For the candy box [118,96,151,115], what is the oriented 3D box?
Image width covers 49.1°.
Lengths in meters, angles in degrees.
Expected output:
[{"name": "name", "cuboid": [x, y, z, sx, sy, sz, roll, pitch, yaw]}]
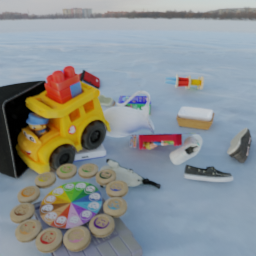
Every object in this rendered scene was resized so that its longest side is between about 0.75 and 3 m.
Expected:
[{"name": "candy box", "cuboid": [0.285, -0.975, 11.891, 1.360, 0.524, 1.150, 0, 23, 4]}]

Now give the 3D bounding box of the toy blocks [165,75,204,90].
[{"name": "toy blocks", "cuboid": [2.821, -2.372, 14.444, 1.874, 0.681, 1.562, 5, 9, 4]}]

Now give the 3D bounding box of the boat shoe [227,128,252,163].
[{"name": "boat shoe", "cuboid": [3.503, 0.544, 8.640, 0.507, 0.595, 1.779, 48, 38, 5]}]

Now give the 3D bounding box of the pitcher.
[{"name": "pitcher", "cuboid": [-0.045, -0.447, 9.415, 1.732, 1.486, 1.050, -5, 7, 7]}]

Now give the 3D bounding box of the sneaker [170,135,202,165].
[{"name": "sneaker", "cuboid": [1.877, 0.569, 8.128, 1.522, 0.573, 0.674, -33, -4, -43]}]

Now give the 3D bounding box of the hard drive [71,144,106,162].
[{"name": "hard drive", "cuboid": [-1.553, 0.461, 9.026, 1.262, 0.243, 1.913, -7, 26, -16]}]

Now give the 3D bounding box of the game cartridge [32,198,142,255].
[{"name": "game cartridge", "cuboid": [-0.879, 1.998, 5.499, 1.451, 0.430, 2.239, -10, 26, -30]}]

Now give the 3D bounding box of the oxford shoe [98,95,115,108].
[{"name": "oxford shoe", "cuboid": [-1.026, -1.174, 12.556, 0.392, 0.510, 1.358, 34, -10, -39]}]

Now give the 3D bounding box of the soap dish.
[{"name": "soap dish", "cuboid": [2.526, -0.364, 10.523, 1.305, 0.530, 1.027, 9, 26, 17]}]

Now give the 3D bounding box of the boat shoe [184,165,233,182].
[{"name": "boat shoe", "cuboid": [2.066, 1.166, 7.217, 1.240, 0.351, 0.425, 3, 3, 8]}]

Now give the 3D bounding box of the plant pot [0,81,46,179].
[{"name": "plant pot", "cuboid": [-3.572, -0.130, 7.987, 1.908, 2.146, 2.151, 6, 25, 12]}]

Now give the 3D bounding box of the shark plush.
[{"name": "shark plush", "cuboid": [0.034, 1.183, 7.142, 1.617, 0.735, 0.674, 1, -7, 15]}]

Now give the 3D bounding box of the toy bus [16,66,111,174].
[{"name": "toy bus", "cuboid": [-1.952, -0.375, 7.787, 1.766, 2.499, 2.603, 28, 51, 34]}]

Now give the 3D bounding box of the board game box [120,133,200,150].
[{"name": "board game box", "cuboid": [0.927, 0.411, 8.398, 1.934, 0.477, 2.448, -1, -1, -19]}]

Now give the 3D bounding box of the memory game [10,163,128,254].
[{"name": "memory game", "cuboid": [-1.181, 1.477, 5.721, 2.407, 0.153, 2.407, -3, 32, 2]}]

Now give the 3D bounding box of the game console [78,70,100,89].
[{"name": "game console", "cuboid": [-2.509, -2.441, 15.575, 1.615, 1.112, 1.874, 27, 19, -17]}]
